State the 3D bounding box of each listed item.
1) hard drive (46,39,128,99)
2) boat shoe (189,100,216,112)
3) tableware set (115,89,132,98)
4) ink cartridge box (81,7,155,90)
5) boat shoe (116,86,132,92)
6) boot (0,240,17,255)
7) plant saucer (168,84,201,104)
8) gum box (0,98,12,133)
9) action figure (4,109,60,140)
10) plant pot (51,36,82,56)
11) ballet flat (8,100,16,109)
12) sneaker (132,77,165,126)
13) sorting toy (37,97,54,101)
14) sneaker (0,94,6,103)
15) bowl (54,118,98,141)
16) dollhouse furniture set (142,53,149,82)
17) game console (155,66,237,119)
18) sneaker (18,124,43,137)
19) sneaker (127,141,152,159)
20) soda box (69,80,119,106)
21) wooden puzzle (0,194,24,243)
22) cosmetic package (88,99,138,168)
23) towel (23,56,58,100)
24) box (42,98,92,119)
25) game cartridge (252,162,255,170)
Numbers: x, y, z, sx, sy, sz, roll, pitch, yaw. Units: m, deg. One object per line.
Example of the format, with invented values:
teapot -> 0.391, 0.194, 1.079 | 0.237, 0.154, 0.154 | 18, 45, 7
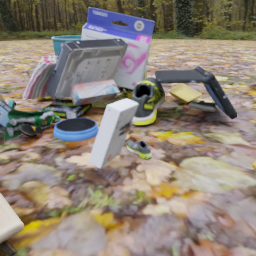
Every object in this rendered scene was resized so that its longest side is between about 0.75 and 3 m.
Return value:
hard drive -> -1.381, -2.152, 9.991 | 0.549, 2.028, 2.903 | 45, 37, 19
boat shoe -> 2.645, -0.811, 9.921 | 0.937, 0.332, 0.338 | 12, -11, 17
tableware set -> -0.486, -1.513, 12.304 | 1.493, 0.229, 1.006 | 8, 23, 20
ink cartridge box -> -0.564, -3.147, 11.396 | 2.752, 2.803, 0.607 | 14, 29, 6
boat shoe -> 0.013, -1.857, 13.045 | 1.170, 0.428, 0.379 | -10, 33, -13
boot -> -2.003, 1.765, 4.107 | 0.801, 0.299, 0.388 | 16, 46, 31
plant saucer -> 2.331, -1.383, 11.600 | 1.025, 0.248, 1.025 | -28, 51, -36
gum box -> -4.807, -0.764, 7.800 | 2.882, 2.448, 0.642 | 8, 65, 20
action figure -> -2.724, -0.180, 8.310 | 0.484, 1.046, 1.770 | 41, 30, 20
plant pot -> -2.282, -3.140, 13.515 | 2.550, 2.396, 2.550 | 0, 21, 0
ballet flat -> -4.070, -0.575, 9.649 | 0.265, 0.778, 0.266 | 15, -17, 21
sneaker -> 0.710, -1.183, 9.558 | 0.974, 1.106, 2.614 | 1, 38, 12
sorting toy -> -3.134, -1.521, 11.853 | 1.252, 0.743, 1.391 | 7, 20, -3
sneaker -> -4.765, -0.943, 9.367 | 0.825, 1.831, 0.686 | -37, -8, 24
bowl -> -1.567, 0.012, 8.442 | 1.327, 0.260, 1.327 | 0, 21, 0
dollhouse furniture set -> 0.421, -3.402, 13.190 | 1.476, 2.656, 2.349 | -2, 8, -7
game console -> 2.177, -1.224, 9.511 | 1.537, 2.322, 2.640 | -32, 13, 14
sneaker -> -2.806, 0.119, 7.843 | 0.395, 0.307, 0.878 | -24, -13, 18
sneaker -> 0.284, 0.470, 7.146 | 0.324, 0.355, 0.877 | -17, 27, -36
soda box -> -1.167, -1.235, 9.745 | 1.649, 0.564, 0.524 | -16, -16, -37
wooden puzzle -> -3.173, 1.433, 4.162 | 2.396, 0.482, 2.590 | -27, 32, -34
cosmetic package -> -0.307, 0.091, 6.127 | 0.352, 1.362, 1.027 | 27, 23, 17
towel -> -2.433, -1.749, 10.063 | 0.366, 1.791, 2.447 | 50, 32, 16
box -> -2.183, -0.711, 10.150 | 1.348, 0.320, 1.302 | 7, 27, 16
game cartridge -> 2.810, 0.813, 5.110 | 0.700, 0.129, 0.794 | -25, 54, -17
